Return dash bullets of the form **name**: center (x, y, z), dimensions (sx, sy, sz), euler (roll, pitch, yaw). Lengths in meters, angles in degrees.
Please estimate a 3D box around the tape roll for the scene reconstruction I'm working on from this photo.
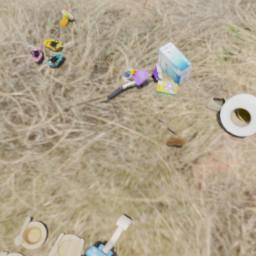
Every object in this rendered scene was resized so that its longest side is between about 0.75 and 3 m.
- **tape roll**: center (4.420, -0.486, 10.834), dimensions (1.578, 1.578, 0.552), euler (39, 43, 17)

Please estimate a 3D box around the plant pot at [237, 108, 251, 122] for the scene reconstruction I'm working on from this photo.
- **plant pot**: center (4.839, -0.460, 11.557), dimensions (0.798, 0.566, 0.798), euler (0, 65, 0)

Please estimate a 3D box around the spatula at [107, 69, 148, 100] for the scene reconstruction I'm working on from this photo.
- **spatula**: center (-0.075, -1.815, 12.058), dimensions (2.055, 0.211, 0.581), euler (-31, 61, 7)

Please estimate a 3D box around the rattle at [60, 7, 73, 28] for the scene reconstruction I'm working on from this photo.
- **rattle**: center (-3.242, -5.664, 14.353), dimensions (0.670, 0.735, 1.029), euler (-4, 41, -37)

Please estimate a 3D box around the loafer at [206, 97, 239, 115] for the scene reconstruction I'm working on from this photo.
- **loafer**: center (4.101, -0.953, 11.827), dimensions (1.505, 0.514, 0.570), euler (9, 64, 4)

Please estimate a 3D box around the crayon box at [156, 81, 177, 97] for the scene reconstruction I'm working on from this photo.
- **crayon box**: center (1.701, -1.732, 12.342), dimensions (0.867, 0.253, 0.515), euler (13, 70, 6)

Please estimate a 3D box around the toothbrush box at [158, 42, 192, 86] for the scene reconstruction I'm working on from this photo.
- **toothbrush box**: center (2.045, -2.813, 12.393), dimensions (0.653, 1.121, 1.531), euler (-32, 69, -11)

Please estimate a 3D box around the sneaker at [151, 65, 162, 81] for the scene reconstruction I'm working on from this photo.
- **sneaker**: center (1.233, -2.475, 12.652), dimensions (0.493, 0.345, 0.992), euler (-25, 43, 24)

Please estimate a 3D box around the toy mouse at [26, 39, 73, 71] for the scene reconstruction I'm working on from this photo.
- **toy mouse**: center (-3.783, -3.282, 13.026), dimensions (2.170, 0.420, 1.928), euler (7, 64, 4)

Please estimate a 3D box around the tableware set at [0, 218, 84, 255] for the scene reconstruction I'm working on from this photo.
- **tableware set**: center (-2.927, 4.410, 9.300), dimensions (2.726, 0.316, 2.277), euler (20, 66, 9)

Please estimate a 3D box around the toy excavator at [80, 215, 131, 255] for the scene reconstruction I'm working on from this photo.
- **toy excavator**: center (-0.805, 4.095, 9.086), dimensions (1.085, 2.173, 2.113), euler (29, 112, 12)

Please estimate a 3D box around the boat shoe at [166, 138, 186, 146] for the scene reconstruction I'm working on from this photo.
- **boat shoe**: center (1.853, 0.499, 10.658), dimensions (0.821, 0.289, 0.289), euler (-2, 18, 42)

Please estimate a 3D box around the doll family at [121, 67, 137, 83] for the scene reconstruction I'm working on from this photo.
- **doll family**: center (0.099, -2.402, 12.591), dimensions (0.537, 0.390, 0.865), euler (39, 74, 22)

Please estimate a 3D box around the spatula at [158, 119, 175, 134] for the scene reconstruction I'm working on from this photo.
- **spatula**: center (1.597, -0.065, 11.587), dimensions (0.100, 0.275, 0.974), euler (-45, 77, 9)
